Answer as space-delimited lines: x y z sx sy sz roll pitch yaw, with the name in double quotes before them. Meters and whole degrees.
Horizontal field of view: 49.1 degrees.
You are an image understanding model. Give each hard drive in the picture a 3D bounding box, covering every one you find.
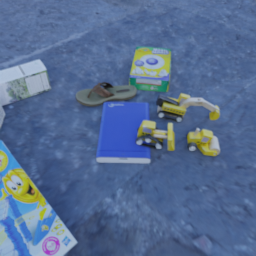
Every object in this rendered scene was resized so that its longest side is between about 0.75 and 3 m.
"hard drive" -0.104 0.076 8.871 1.559 0.300 2.363 1 46 2

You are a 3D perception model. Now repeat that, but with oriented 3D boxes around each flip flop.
"flip flop" -0.780 -1.312 9.992 2.215 0.638 0.898 -8 46 -6

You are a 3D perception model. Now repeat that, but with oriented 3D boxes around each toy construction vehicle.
"toy construction vehicle" 1.620 -0.201 8.565 2.504 0.882 2.180 14 40 2

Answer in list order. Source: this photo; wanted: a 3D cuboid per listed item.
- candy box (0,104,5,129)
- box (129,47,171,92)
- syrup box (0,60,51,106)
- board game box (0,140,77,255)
"candy box" -4.959 0.058 8.573 1.749 0.746 2.085 -4 46 -4
"box" 0.937 -2.482 11.180 1.505 0.621 2.566 6 44 5
"syrup box" -4.048 -1.588 10.067 2.262 0.891 0.921 -23 47 -20
"board game box" -3.012 2.173 5.623 2.843 0.795 2.784 -37 85 -30
